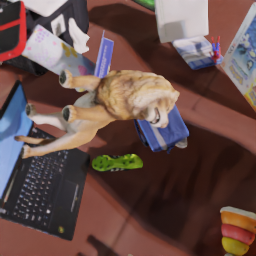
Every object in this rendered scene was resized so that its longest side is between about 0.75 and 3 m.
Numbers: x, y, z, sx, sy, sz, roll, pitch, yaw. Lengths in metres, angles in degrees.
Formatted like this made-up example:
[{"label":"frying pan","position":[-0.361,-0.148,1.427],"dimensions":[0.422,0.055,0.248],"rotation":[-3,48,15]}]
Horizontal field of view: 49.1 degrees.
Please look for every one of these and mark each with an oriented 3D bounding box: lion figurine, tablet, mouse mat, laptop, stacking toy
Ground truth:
[{"label":"lion figurine","position":[-0.465,-0.143,3.428],"dimensions":[1.235,2.017,0.731],"rotation":[-1,77,-45]},{"label":"tablet","position":[-2.165,-3.772,7.590],"dimensions":[1.313,0.138,2.018],"rotation":[26,56,8]},{"label":"mouse mat","position":[0.997,-5.253,11.492],"dimensions":[1.268,0.059,1.576],"rotation":[-36,59,-25]},{"label":"laptop","position":[-1.541,0.656,5.215],"dimensions":[2.308,1.192,2.046],"rotation":[32,45,-26]},{"label":"stacking toy","position":[2.031,2.102,5.257],"dimensions":[0.785,0.785,1.075],"rotation":[17,71,13]}]

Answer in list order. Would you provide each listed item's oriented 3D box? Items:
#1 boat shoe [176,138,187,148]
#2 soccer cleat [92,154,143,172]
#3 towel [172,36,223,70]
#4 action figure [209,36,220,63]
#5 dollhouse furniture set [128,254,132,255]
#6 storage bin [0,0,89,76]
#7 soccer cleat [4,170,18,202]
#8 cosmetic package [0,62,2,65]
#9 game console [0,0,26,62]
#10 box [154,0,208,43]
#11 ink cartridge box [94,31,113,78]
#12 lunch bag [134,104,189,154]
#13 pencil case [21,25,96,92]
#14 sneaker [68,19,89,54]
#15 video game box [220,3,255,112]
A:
[{"label":"boat shoe","position":[1.218,0.042,7.037],"dimensions":[0.357,0.326,0.992],"rotation":[-10,52,-8]},{"label":"soccer cleat","position":[-0.256,0.824,6.324],"dimensions":[1.223,0.496,0.413],"rotation":[-7,61,29]},{"label":"towel","position":[2.270,-2.560,9.228],"dimensions":[1.180,0.191,1.607],"rotation":[-16,53,-11]},{"label":"action figure","position":[2.702,-2.493,8.704],"dimensions":[0.308,0.467,0.943],"rotation":[-2,70,22]},{"label":"dollhouse furniture set","position":[0.811,3.326,4.120],"dimensions":[2.686,1.092,1.446],"rotation":[15,51,34]},{"label":"storage bin","position":[-2.632,-3.304,8.643],"dimensions":[1.400,2.019,2.987],"rotation":[21,54,16]},{"label":"soccer cleat","position":[-2.542,1.224,5.854],"dimensions":[2.127,0.737,0.825],"rotation":[4,52,-1]},{"label":"cosmetic package","position":[-5.104,-2.691,8.258],"dimensions":[2.234,1.843,1.842],"rotation":[11,52,9]},{"label":"game console","position":[-3.212,-2.281,6.887],"dimensions":[1.623,0.252,1.435],"rotation":[-12,71,18]},{"label":"box","position":[1.658,-3.795,9.021],"dimensions":[1.566,1.559,1.342],"rotation":[-10,35,6]},{"label":"ink cartridge box","position":[-0.652,-1.227,6.671],"dimensions":[0.371,1.579,1.560],"rotation":[12,81,-10]},{"label":"lunch bag","position":[0.674,-0.157,6.452],"dimensions":[1.037,1.064,1.567],"rotation":[-25,80,9]},{"label":"pencil case","position":[-1.787,-1.789,7.436],"dimensions":[2.039,0.925,0.848],"rotation":[33,43,-29]},{"label":"sneaker","position":[-1.424,-2.693,8.183],"dimensions":[0.510,1.026,0.400],"rotation":[-17,30,-2]},{"label":"video game box","position":[3.475,-1.657,7.145],"dimensions":[0.522,2.033,2.232],"rotation":[-14,59,-16]}]
